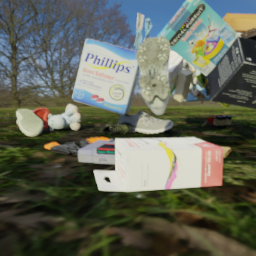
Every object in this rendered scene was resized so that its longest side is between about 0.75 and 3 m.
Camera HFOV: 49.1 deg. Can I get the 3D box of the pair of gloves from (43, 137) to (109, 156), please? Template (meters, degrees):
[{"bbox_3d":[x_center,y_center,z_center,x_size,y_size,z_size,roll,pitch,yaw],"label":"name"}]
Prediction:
[{"bbox_3d":[-1.476,0.586,9.593,2.386,0.295,2.126,-7,9,-42],"label":"pair of gloves"}]

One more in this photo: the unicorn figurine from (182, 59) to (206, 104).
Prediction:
[{"bbox_3d":[2.788,-2.641,12.302,1.094,2.962,2.035,-9,36,-14],"label":"unicorn figurine"}]

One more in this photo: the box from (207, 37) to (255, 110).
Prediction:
[{"bbox_3d":[2.743,-1.174,6.344,1.350,0.806,1.372,9,-33,-12],"label":"box"}]

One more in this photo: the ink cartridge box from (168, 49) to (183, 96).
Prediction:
[{"bbox_3d":[1.589,-2.132,10.444,0.573,0.997,1.702,27,-25,22],"label":"ink cartridge box"}]

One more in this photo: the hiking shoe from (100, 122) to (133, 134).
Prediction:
[{"bbox_3d":[-0.534,0.101,13.221,1.511,0.572,0.760,-7,12,23],"label":"hiking shoe"}]

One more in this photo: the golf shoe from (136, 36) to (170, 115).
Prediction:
[{"bbox_3d":[0.655,-1.303,6.947,0.842,2.150,1.045,-1,-31,13],"label":"golf shoe"}]

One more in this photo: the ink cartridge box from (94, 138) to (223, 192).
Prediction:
[{"bbox_3d":[0.541,0.711,5.997,2.478,0.836,1.443,-1,7,-12],"label":"ink cartridge box"}]

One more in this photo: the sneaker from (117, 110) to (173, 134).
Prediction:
[{"bbox_3d":[0.796,-0.324,13.748,2.804,1.149,1.048,1,6,8],"label":"sneaker"}]

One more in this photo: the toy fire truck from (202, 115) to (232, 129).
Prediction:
[{"bbox_3d":[5.067,-0.361,16.246,1.249,0.913,1.419,-5,18,-31],"label":"toy fire truck"}]

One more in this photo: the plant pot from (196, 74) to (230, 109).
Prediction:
[{"bbox_3d":[4.242,-2.158,11.789,1.889,1.962,1.962,-45,-15,25],"label":"plant pot"}]

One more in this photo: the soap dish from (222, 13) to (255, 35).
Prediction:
[{"bbox_3d":[4.299,-3.587,11.008,2.005,1.035,2.548,1,-1,0],"label":"soap dish"}]

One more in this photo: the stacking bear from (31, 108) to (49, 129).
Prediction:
[{"bbox_3d":[-5.459,-0.466,15.948,1.088,1.162,1.913,6,-9,-43],"label":"stacking bear"}]

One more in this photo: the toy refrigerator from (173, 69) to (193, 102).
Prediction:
[{"bbox_3d":[2.055,-1.591,10.546,0.435,1.147,0.401,-29,49,-35],"label":"toy refrigerator"}]

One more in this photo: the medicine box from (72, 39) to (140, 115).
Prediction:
[{"bbox_3d":[-0.828,-2.146,11.863,2.351,2.581,1.329,16,12,6],"label":"medicine box"}]

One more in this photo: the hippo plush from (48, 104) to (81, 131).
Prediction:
[{"bbox_3d":[-3.443,-0.531,14.591,1.402,1.389,1.744,-5,8,-41],"label":"hippo plush"}]

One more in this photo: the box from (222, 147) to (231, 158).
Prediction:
[{"bbox_3d":[2.464,0.716,9.016,1.462,0.156,1.195,3,7,27],"label":"box"}]

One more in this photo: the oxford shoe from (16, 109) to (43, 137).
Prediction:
[{"bbox_3d":[-4.888,-0.121,13.794,1.119,0.859,2.975,-2,21,-31],"label":"oxford shoe"}]

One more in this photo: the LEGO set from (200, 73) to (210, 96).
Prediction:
[{"bbox_3d":[3.217,-2.079,10.327,0.975,1.683,1.294,-15,31,10],"label":"LEGO set"}]

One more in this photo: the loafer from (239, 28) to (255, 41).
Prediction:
[{"bbox_3d":[3.777,-2.850,8.468,0.440,0.428,1.205,10,-5,-27],"label":"loafer"}]

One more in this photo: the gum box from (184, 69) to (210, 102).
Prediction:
[{"bbox_3d":[4.229,-2.590,14.058,2.835,2.409,0.632,-1,0,31],"label":"gum box"}]

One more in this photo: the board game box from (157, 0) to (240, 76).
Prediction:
[{"bbox_3d":[2.008,-2.536,7.839,1.888,1.425,0.443,28,27,-27],"label":"board game box"}]

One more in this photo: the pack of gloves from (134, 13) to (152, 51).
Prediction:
[{"bbox_3d":[0.631,-3.518,10.541,0.262,1.327,1.115,13,14,26],"label":"pack of gloves"}]

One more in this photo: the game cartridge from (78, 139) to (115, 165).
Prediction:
[{"bbox_3d":[0.188,0.675,8.052,2.828,0.543,1.833,1,2,12],"label":"game cartridge"}]
